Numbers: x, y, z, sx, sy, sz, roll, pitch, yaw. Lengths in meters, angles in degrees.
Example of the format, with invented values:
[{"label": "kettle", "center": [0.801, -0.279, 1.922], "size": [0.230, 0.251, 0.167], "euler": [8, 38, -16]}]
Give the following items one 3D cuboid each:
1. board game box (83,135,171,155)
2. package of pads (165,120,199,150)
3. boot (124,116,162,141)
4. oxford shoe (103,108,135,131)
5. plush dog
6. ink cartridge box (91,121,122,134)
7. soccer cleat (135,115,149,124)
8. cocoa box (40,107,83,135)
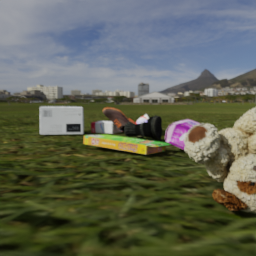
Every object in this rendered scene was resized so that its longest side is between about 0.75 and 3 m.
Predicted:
[{"label": "board game box", "center": [-0.045, 0.529, 9.347], "size": [2.725, 0.408, 1.302], "euler": [4, 2, 33]}, {"label": "package of pads", "center": [2.147, 0.250, 9.630], "size": [1.182, 0.742, 1.961], "euler": [24, 16, 24]}, {"label": "boot", "center": [0.547, -0.002, 11.205], "size": [1.496, 0.753, 2.001], "euler": [11, -19, 13]}, {"label": "oxford shoe", "center": [-0.433, -0.342, 13.859], "size": [1.899, 0.676, 0.689], "euler": [30, 37, -14]}, {"label": "plush dog", "center": [1.750, 0.635, 4.309], "size": [1.617, 1.389, 1.297], "euler": [-15, -35, -5]}, {"label": "ink cartridge box", "center": [-1.135, -0.032, 14.776], "size": [1.376, 0.589, 1.015], "euler": [4, 7, 31]}, {"label": "soccer cleat", "center": [0.856, -0.005, 14.229], "size": [0.965, 0.899, 2.636], "euler": [-30, 13, 5]}, {"label": "cocoa box", "center": [-3.290, -0.372, 14.051], "size": [2.071, 1.381, 1.359], "euler": [-1, 4, -10]}]
